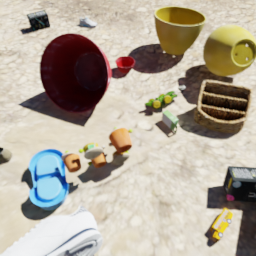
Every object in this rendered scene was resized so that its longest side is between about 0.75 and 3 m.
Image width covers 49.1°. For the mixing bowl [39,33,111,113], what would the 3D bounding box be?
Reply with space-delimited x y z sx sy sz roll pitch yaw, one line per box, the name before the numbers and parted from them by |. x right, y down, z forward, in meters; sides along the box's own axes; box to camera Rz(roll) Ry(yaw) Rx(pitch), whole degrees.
mixing bowl | -1.577 -1.888 9.674 2.579 2.579 1.397 19 20 16

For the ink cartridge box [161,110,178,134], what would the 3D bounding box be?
ink cartridge box | 1.436 -0.204 9.237 0.226 0.396 0.764 -28 55 -22

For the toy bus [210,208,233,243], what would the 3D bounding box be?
toy bus | 2.335 2.449 7.029 0.329 0.273 0.839 33 57 25

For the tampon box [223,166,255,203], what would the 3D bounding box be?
tampon box | 3.133 1.501 7.465 0.972 0.728 0.613 3 31 2

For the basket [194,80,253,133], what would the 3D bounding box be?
basket | 3.044 -0.653 9.083 1.644 1.225 1.174 14 51 10

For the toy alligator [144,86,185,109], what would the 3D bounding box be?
toy alligator | 1.336 -0.998 9.837 1.638 0.394 0.543 -24 22 -9

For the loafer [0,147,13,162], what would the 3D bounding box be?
loafer | -4.164 0.683 8.433 1.344 0.453 0.511 5 49 4

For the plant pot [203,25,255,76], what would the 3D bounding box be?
plant pot | 3.781 -2.689 9.908 1.873 1.873 1.330 -5 18 -5

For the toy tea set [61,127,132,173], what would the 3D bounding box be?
toy tea set | -0.823 0.554 7.752 2.056 1.223 0.761 -8 56 -29

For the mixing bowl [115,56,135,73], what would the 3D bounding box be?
mixing bowl | -0.125 -2.469 11.178 0.780 0.422 0.780 0 50 1

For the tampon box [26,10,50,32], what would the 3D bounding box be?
tampon box | -4.238 -5.082 13.272 0.881 0.660 0.556 -22 53 -18

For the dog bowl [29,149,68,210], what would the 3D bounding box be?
dog bowl | -2.184 1.432 7.792 1.022 0.455 1.834 -11 51 -9

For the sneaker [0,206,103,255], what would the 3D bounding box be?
sneaker | -2.052 2.795 6.362 2.864 1.094 1.153 -18 42 -22

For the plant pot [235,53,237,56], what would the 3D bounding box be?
plant pot | 3.659 -2.705 10.974 1.444 1.025 1.444 0 51 0

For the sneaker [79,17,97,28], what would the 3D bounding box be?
sneaker | -1.939 -5.088 13.454 0.946 0.410 0.355 13 49 10

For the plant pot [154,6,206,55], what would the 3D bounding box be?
plant pot | 2.015 -3.936 11.607 2.075 1.473 2.075 3 42 -3
